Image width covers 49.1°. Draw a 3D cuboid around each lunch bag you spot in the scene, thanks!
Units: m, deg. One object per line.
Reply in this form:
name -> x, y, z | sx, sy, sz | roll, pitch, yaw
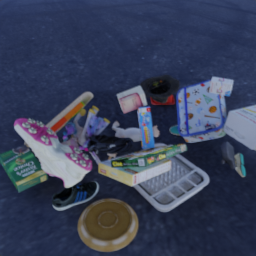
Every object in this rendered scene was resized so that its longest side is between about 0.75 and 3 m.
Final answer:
lunch bag -> 3.080, -0.655, 12.082 | 2.121, 1.000, 2.646 | -12, 59, 27

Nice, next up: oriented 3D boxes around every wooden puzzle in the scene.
wooden puzzle -> -2.816, -0.197, 11.405 | 2.904, 0.541, 2.687 | -41, 6, -25

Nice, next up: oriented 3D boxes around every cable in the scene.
cable -> -0.612, 0.488, 9.846 | 1.585, 0.493, 1.942 | -4, 8, -1

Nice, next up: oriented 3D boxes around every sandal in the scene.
sandal -> 3.404, 0.927, 9.749 | 0.438, 2.045, 0.778 | -8, 65, 26

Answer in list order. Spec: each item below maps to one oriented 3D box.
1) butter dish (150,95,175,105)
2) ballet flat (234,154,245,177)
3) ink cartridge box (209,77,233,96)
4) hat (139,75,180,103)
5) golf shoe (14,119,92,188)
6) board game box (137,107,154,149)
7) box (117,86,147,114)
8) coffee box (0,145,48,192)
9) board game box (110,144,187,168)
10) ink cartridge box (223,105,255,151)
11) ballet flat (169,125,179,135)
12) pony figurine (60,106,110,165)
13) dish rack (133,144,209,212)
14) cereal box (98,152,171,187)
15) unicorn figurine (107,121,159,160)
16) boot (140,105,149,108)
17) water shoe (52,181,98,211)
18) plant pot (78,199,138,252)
butter dish -> 1.853, -1.866, 15.035 | 1.266, 0.936, 1.262 | 0, 37, -1
ballet flat -> 4.273, 1.470, 10.766 | 0.339, 0.367, 1.087 | -29, 31, 37
ink cartridge box -> 3.493, -1.558, 10.556 | 0.774, 0.559, 0.327 | 15, 48, 21
hat -> 1.277, -1.432, 11.300 | 1.759, 0.710, 1.759 | -10, 37, 8
golf shoe -> -2.581, 0.835, 8.963 | 2.830, 1.295, 1.066 | 37, 19, 1
board game box -> 0.622, 0.025, 10.012 | 0.397, 1.391, 1.420 | -7, -4, 1
box -> 0.132, -0.962, 9.610 | 0.880, 0.563, 0.480 | -21, 46, -2
coffee box -> -3.931, 1.452, 10.440 | 1.144, 0.409, 1.861 | -21, 46, -33
board game box -> 0.741, 0.880, 9.005 | 1.316, 0.295, 2.512 | -6, 3, 38
ink cartridge box -> 5.048, -0.094, 10.790 | 2.164, 0.896, 1.577 | -13, 36, -31
ballet flat -> 2.535, 0.088, 12.786 | 1.336, 0.427, 0.505 | -8, 76, -2
pony figurine -> -1.732, 0.464, 10.921 | 1.972, 2.368, 2.286 | 26, 12, -39
dish rack -> 1.219, 1.789, 10.237 | 2.395, 0.608, 2.791 | -24, 42, -27
cereal box -> 0.250, 1.307, 9.426 | 1.507, 0.414, 2.094 | 13, 16, 41
unicorn figurine -> 0.017, 0.367, 11.537 | 2.683, 0.991, 1.843 | -22, 27, -1
boot -> 0.481, -1.134, 14.115 | 1.168, 0.436, 0.566 | 2, 0, -22
water shoe -> -1.752, 2.230, 9.557 | 1.710, 0.675, 0.611 | -24, 50, -28
plant pot -> -0.642, 2.974, 8.930 | 1.933, 0.266, 1.933 | 0, 35, 0
